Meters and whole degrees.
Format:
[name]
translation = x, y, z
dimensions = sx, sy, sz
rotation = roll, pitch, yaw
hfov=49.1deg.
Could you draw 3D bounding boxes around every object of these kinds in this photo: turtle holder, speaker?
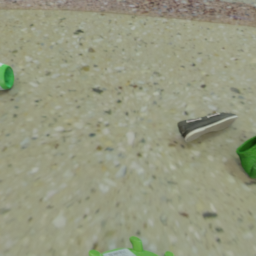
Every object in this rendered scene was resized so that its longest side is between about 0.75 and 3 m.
[turtle holder]
translation = 0.247, 3.376, 5.565
dimensions = 2.315, 1.644, 1.759
rotation = 2, 1, 31
[speaker]
translation = -5.808, -2.025, 10.903
dimensions = 2.423, 1.072, 1.072
rotation = 3, 49, 3

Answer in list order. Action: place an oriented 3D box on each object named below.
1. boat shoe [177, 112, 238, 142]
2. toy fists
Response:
[boat shoe]
translation = 2.667, -0.215, 9.309
dimensions = 2.322, 0.776, 0.662
rotation = -17, 63, -26
[toy fists]
translation = 4.385, 0.585, 8.255
dimensions = 2.302, 0.792, 1.173
rotation = -38, 100, -2
